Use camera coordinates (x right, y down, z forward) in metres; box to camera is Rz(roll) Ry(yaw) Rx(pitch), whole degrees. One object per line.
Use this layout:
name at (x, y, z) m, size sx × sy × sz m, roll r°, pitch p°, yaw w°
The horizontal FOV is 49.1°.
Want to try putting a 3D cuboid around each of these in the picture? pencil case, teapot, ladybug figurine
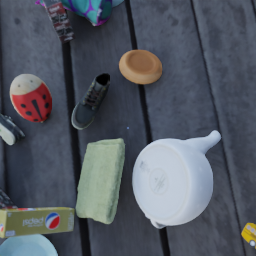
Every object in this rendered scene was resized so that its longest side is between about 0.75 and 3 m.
pencil case at (-1.828, -4.300, 9.351) m, size 2.456 × 1.045 × 1.135 m, roll 23°, pitch 111°, yaw 6°
teapot at (1.364, 1.439, 7.502) m, size 1.720 × 2.355 × 2.325 m, roll 7°, pitch 68°, yaw -41°
ladybug figurine at (-2.825, -0.794, 8.373) m, size 1.132 × 1.668 × 0.600 m, roll -29°, pitch 43°, yaw -14°

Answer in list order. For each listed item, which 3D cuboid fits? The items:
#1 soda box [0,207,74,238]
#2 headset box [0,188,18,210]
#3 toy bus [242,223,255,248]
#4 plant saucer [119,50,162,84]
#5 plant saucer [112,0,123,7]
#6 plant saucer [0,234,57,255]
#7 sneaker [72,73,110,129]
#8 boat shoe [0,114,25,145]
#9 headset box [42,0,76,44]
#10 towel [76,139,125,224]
soda box at (-2.447, 2.496, 7.531) m, size 1.957 × 0.663 × 0.627 m, roll 13°, pitch 74°, yaw -42°
headset box at (-3.918, 2.096, 7.905) m, size 0.629 × 1.212 × 1.629 m, roll -43°, pitch 82°, yaw -8°
toy bus at (3.685, 3.122, 7.452) m, size 0.411 × 1.264 × 0.495 m, roll 23°, pitch 97°, yaw -38°
plant saucer at (0.429, -2.038, 9.037) m, size 1.413 × 0.264 × 1.413 m, roll 4°, pitch 58°, yaw -6°
plant saucer at (-0.977, -5.261, 9.890) m, size 2.173 × 0.418 × 2.173 m, roll 0°, pitch 78°, yaw 1°
plant saucer at (-2.862, 3.903, 7.957) m, size 1.849 × 0.356 × 1.849 m, roll 0°, pitch 77°, yaw 0°
sneaker at (-1.122, -0.848, 8.353) m, size 0.665 × 0.944 × 1.777 m, roll 27°, pitch 65°, yaw -4°
boat shoe at (-3.891, -0.116, 8.815) m, size 1.552 × 0.557 × 0.525 m, roll 43°, pitch 43°, yaw 15°
headset box at (-2.217, -3.513, 8.891) m, size 0.511 × 1.322 × 0.984 m, roll -24°, pitch 41°, yaw -7°
towel at (-0.785, 1.443, 7.933) m, size 0.417 × 1.694 × 2.283 m, roll 20°, pitch 72°, yaw -38°
